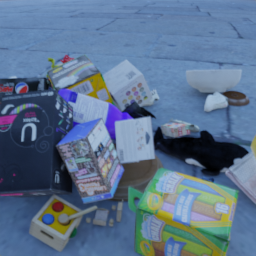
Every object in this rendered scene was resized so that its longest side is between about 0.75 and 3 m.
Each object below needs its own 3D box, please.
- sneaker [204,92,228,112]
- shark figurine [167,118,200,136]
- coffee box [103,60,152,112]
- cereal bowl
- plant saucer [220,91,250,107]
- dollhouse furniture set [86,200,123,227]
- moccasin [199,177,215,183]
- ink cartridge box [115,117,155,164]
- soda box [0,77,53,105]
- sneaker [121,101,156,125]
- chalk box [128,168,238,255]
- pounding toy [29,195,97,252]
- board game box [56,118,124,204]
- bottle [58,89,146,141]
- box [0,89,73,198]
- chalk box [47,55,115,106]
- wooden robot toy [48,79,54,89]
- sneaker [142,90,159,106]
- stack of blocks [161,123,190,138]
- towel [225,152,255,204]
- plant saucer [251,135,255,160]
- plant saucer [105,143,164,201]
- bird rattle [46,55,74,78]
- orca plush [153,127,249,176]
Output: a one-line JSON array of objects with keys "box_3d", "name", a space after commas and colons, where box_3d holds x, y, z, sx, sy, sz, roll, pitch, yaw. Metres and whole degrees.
[{"box_3d": [3.534, -0.996, 11.081, 0.731, 0.574, 1.472, 25, 40, 29], "name": "sneaker"}, {"box_3d": [1.843, -0.001, 9.593, 1.180, 0.492, 0.705, 18, 1, 15], "name": "shark figurine"}, {"box_3d": [-0.079, -1.494, 10.607, 1.307, 1.295, 1.309, -35, 46, -4], "name": "coffee box"}, {"box_3d": [3.648, -2.024, 12.069, 2.275, 0.947, 2.275, -1, 10, 0], "name": "cereal bowl"}, {"box_3d": [4.495, -1.290, 11.869, 1.284, 0.235, 1.284, -1, 32, 0], "name": "plant saucer"}, {"box_3d": [-0.520, 1.861, 6.399, 0.757, 0.369, 0.645, 7, 25, 3], "name": "dollhouse furniture set"}, {"box_3d": [1.766, 1.345, 6.749, 0.870, 0.350, 0.297, -17, 73, -39], "name": "moccasin"}, {"box_3d": [0.181, 0.330, 7.297, 0.990, 1.124, 0.251, -8, -15, 15], "name": "ink cartridge box"}, {"box_3d": [-4.465, -1.415, 11.010, 2.861, 0.906, 1.012, 0, -4, 3], "name": "soda box"}, {"box_3d": [0.276, -0.374, 9.391, 0.508, 0.883, 1.693, -48, 7, -19], "name": "sneaker"}, {"box_3d": [0.917, 1.818, 5.653, 2.157, 1.342, 1.335, 13, 33, 22], "name": "chalk box"}, {"box_3d": [-1.353, 1.938, 5.911, 1.001, 0.711, 0.921, 28, 36, 6], "name": "pounding toy"}, {"box_3d": [-0.798, 0.714, 6.398, 0.723, 1.493, 1.190, -16, 18, 18], "name": "board game box"}, {"box_3d": [-0.854, -0.223, 8.529, 2.859, 0.933, 1.194, 17, 57, -15], "name": "bottle"}, {"box_3d": [-2.139, 0.412, 6.573, 1.391, 1.207, 2.276, -6, 72, 9], "name": "box"}, {"box_3d": [-1.865, -1.520, 10.544, 1.672, 1.663, 2.687, -27, 36, -8], "name": "chalk box"}, {"box_3d": [-3.354, -1.682, 11.836, 1.673, 0.737, 0.759, -1, 10, 1], "name": "wooden robot toy"}, {"box_3d": [0.746, -1.086, 11.340, 1.223, 0.496, 0.460, -32, 0, -21], "name": "sneaker"}, {"box_3d": [1.470, 0.059, 9.182, 0.589, 0.299, 1.023, -12, 9, -22], "name": "stack of blocks"}, {"box_3d": [3.497, 1.309, 7.090, 1.604, 0.258, 1.532, -26, 61, -33], "name": "towel"}, {"box_3d": [3.255, 0.932, 6.438, 0.324, 1.336, 1.337, -29, 10, 22], "name": "plant saucer"}, {"box_3d": [-0.166, 1.088, 7.829, 2.357, 0.347, 2.357, -1, 30, 0], "name": "plant saucer"}, {"box_3d": [-3.205, -2.956, 14.301, 1.583, 1.093, 1.941, 34, 30, 27], "name": "bird rattle"}, {"box_3d": [2.134, 0.396, 8.260, 2.970, 1.056, 1.563, 22, 37, 32], "name": "orca plush"}]
